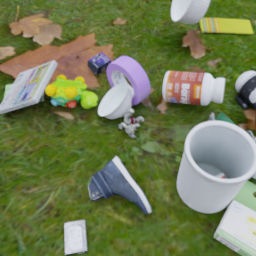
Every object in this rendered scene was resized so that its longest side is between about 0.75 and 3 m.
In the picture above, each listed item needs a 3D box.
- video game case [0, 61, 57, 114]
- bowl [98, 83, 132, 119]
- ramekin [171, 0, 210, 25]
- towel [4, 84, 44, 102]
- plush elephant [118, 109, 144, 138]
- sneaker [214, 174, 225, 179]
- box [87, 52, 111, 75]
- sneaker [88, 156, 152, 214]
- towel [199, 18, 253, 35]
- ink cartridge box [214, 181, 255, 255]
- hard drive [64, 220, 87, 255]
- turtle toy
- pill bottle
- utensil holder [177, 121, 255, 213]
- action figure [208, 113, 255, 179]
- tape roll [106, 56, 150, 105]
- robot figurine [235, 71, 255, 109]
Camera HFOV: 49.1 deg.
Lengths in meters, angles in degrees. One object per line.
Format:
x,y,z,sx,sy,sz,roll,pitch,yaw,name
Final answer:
-3.702,-1.516,10.366,1.906,0.231,2.094,-11,46,27,video game case
-0.353,-0.852,10.127,1.490,0.670,1.490,-35,34,28,bowl
2.562,-5.150,11.412,0.893,1.833,1.833,10,50,-19,ramekin
-4.081,-1.367,11.042,1.527,0.234,1.139,-8,51,-4,towel
0.106,-0.083,9.713,0.908,0.748,0.703,-36,41,9,plush elephant
2.394,1.824,8.195,1.277,0.492,0.523,-27,81,-9,sneaker
-1.215,-2.716,11.832,0.609,0.430,0.823,44,62,15,box
-0.315,1.977,8.156,1.377,0.724,1.905,-35,72,-11,sneaker
4.797,-4.987,13.826,2.498,0.226,1.075,3,58,1,towel
3.627,2.539,7.819,1.633,0.538,2.244,28,59,21,ink cartridge box
-1.439,3.000,7.674,0.594,0.161,0.850,-7,52,-6,hard drive
-2.084,-1.236,10.387,1.935,0.978,1.410,8,31,6,turtle toy
2.347,-1.409,10.055,2.045,1.147,1.147,8,52,21,pill bottle
2.322,1.178,7.812,1.836,2.160,1.836,0,53,-1,utensil holder
3.623,0.697,9.022,1.769,0.819,2.995,-40,58,-13,action figure
-0.008,-1.709,10.283,0.574,1.748,1.748,-38,61,-24,tape roll
4.809,-1.375,10.492,1.248,1.037,1.661,-22,57,-18,robot figurine
